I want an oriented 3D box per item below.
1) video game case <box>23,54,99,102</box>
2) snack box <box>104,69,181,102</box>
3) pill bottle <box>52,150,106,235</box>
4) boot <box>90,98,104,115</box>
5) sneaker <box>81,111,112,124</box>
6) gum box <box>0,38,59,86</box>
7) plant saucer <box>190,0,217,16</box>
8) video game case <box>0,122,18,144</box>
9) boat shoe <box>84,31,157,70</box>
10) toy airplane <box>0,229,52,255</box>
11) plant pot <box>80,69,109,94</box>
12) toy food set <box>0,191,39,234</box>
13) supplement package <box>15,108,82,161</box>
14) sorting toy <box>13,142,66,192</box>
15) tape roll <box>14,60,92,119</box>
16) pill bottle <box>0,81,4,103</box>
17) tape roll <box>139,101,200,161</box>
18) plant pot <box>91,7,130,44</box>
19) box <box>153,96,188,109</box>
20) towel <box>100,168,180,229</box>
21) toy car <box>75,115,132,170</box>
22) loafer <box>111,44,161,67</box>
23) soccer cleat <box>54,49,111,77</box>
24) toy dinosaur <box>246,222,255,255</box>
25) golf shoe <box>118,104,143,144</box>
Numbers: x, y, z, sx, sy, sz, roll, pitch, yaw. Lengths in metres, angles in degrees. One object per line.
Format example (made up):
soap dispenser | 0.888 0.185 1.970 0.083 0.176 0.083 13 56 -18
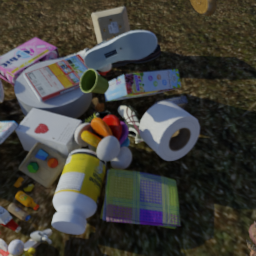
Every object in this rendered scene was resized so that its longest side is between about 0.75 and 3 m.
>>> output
video game case | -2.627 -2.041 11.045 2.494 0.218 1.783 -26 54 -21
snack box | 0.476 -1.578 10.535 2.282 1.925 0.772 -10 92 -27
pill bottle | -1.452 1.858 8.266 1.266 1.266 2.261 6 50 5
boot | -1.132 -0.867 10.793 0.303 0.789 0.613 31 36 29
sneaker | -1.287 -0.319 10.563 1.510 0.639 0.562 -13 50 -9
gum box | -4.599 -2.953 12.698 1.476 0.860 2.600 30 55 23
plant saucer | 3.222 -5.728 12.426 0.304 1.715 1.715 -32 55 -9
video game case | -4.851 0.717 9.219 1.736 0.216 2.426 1 47 45
boat shoe | -0.242 -2.779 9.539 2.567 0.908 1.165 -12 30 18
toy airplane | -2.795 3.227 7.056 1.640 1.162 1.647 -2 28 -7
plant pot | -0.991 -1.362 8.736 0.715 0.752 0.752 16 29 -50
toy food set | -3.315 2.605 7.849 0.720 0.764 1.600 31 33 8
supplement package | -2.647 0.276 9.718 1.911 1.144 1.159 14 51 13
sorting toy | -2.839 1.391 8.886 1.166 0.210 1.566 36 86 -9
tape roll | -2.984 -1.516 11.386 2.959 0.978 2.959 1 49 -1
pill bottle | -6.262 -1.398 10.951 2.342 1.314 1.314 -11 50 -7
tape roll | 1.372 0.101 9.371 1.700 1.700 1.168 -23 40 -19
plant pot | -0.735 -4.524 12.731 1.663 1.661 1.472 -12 20 1
box | 1.550 -0.782 10.739 1.224 0.969 0.296 -12 71 -9
towel | 0.377 2.052 8.229 2.274 0.259 1.633 9 52 -10
toy car | -0.625 0.338 9.097 1.680 1.920 1.440 27 80 37
loafer | 0.272 -3.624 13.247 2.884 0.908 1.037 -16 50 -14
soccer cleat | -2.140 -3.012 12.530 2.820 1.201 0.968 6 49 5
toy dinosaur | 3.568 3.068 7.774 0.781 0.494 1.152 -6 44 3
golf shoe | 0.097 -0.206 10.459 0.820 0.718 1.861 -38 56 -15
